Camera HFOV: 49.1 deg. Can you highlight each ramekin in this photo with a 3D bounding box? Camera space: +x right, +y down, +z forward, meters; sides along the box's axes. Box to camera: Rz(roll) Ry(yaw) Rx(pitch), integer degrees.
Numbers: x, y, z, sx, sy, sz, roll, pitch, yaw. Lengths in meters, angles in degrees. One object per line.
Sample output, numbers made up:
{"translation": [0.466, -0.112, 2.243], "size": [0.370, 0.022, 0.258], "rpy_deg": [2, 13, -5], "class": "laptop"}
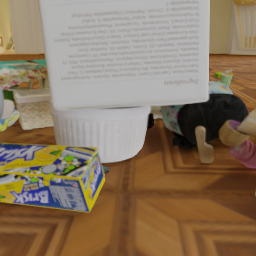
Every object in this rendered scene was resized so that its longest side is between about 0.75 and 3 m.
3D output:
{"translation": [-0.642, -0.069, 6.486], "size": [2.274, 1.193, 2.274], "rpy_deg": [2, 15, -1], "class": "ramekin"}

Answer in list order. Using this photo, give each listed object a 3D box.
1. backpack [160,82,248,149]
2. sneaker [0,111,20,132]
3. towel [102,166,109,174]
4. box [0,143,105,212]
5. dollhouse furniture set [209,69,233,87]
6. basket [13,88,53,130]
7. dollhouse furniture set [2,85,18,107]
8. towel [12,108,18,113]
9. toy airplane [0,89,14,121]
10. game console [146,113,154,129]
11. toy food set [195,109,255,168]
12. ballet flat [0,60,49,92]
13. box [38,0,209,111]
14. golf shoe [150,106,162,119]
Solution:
{"translation": [1.808, -0.495, 7.516], "size": [1.965, 1.491, 2.355], "rpy_deg": [-7, 16, -12], "class": "backpack"}
{"translation": [-3.225, -0.198, 6.997], "size": [0.400, 0.555, 1.056], "rpy_deg": [-16, 30, 44], "class": "sneaker"}
{"translation": [-1.190, 0.919, 5.355], "size": [1.050, 0.155, 1.431], "rpy_deg": [13, 23, 32], "class": "towel"}
{"translation": [-1.561, 0.753, 4.545], "size": [2.203, 0.708, 0.772], "rpy_deg": [2, 33, 16], "class": "box"}
{"translation": [3.982, -1.862, 11.525], "size": [1.627, 0.813, 0.628], "rpy_deg": [-20, 36, -35], "class": "dollhouse furniture set"}
{"translation": [-2.595, -0.638, 8.660], "size": [1.655, 1.021, 1.122], "rpy_deg": [-8, 20, -25], "class": "basket"}
{"translation": [-4.335, -1.318, 9.906], "size": [1.163, 0.891, 1.776], "rpy_deg": [18, 10, 5], "class": "dollhouse furniture set"}
{"translation": [-5.053, -0.361, 9.125], "size": [1.919, 0.316, 2.651], "rpy_deg": [13, 21, 40], "class": "towel"}
{"translation": [-3.502, -0.373, 5.288], "size": [1.663, 2.346, 2.357], "rpy_deg": [-17, 42, 31], "class": "toy airplane"}
{"translation": [0.467, -0.582, 7.679], "size": [0.143, 1.185, 0.699], "rpy_deg": [-8, 12, -20], "class": "game console"}
{"translation": [2.790, 0.265, 5.150], "size": [2.899, 1.843, 0.457], "rpy_deg": [3, 57, 22], "class": "toy food set"}
{"translation": [-2.940, -1.626, 8.619], "size": [2.951, 0.943, 1.116], "rpy_deg": [-15, 27, -36], "class": "ballet flat"}
{"translation": [-0.009, -1.820, 5.739], "size": [2.800, 2.399, 2.787], "rpy_deg": [-2, 16, 2], "class": "box"}
{"translation": [0.702, -0.687, 8.983], "size": [2.459, 0.963, 1.196], "rpy_deg": [-34, 72, -31], "class": "golf shoe"}
